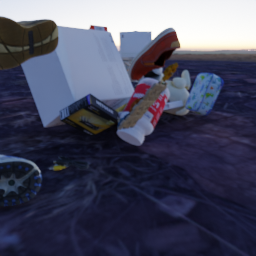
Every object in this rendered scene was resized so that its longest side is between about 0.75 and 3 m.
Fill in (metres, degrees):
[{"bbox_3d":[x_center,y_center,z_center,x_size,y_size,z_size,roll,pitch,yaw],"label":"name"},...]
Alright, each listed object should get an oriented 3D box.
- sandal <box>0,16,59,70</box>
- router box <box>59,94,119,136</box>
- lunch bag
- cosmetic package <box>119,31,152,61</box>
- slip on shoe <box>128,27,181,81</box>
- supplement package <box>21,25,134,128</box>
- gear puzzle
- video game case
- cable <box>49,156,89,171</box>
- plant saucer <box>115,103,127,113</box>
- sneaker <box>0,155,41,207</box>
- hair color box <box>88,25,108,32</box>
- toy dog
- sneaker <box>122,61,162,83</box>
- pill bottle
[{"bbox_3d":[-2.246,-1.741,5.451,0.636,0.946,2.355,19,28,17],"label":"sandal"},{"bbox_3d":[-1.105,-0.334,8.261,1.130,0.375,1.437,-27,-31,22],"label":"router box"},{"bbox_3d":[2.843,-1.292,10.626,0.643,1.559,1.253,20,4,-19],"label":"lunch bag"},{"bbox_3d":[0.280,-3.361,11.875,1.312,1.034,2.439,-1,8,1],"label":"cosmetic package"},{"bbox_3d":[0.613,-1.697,7.054,0.701,0.579,1.894,-19,-12,-40],"label":"slip on shoe"},{"bbox_3d":[-1.740,-1.783,9.908,2.844,2.719,2.091,-14,-11,-47],"label":"supplement package"},{"bbox_3d":[0.455,-0.768,6.678,0.265,2.027,1.050,45,19,14],"label":"gear puzzle"},{"bbox_3d":[0.321,-0.515,10.295,2.882,0.251,2.061,-13,0,-38],"label":"video game case"},{"bbox_3d":[-1.398,0.889,6.797,0.968,0.244,0.470,4,24,7],"label":"cable"},{"bbox_3d":[-0.630,-0.874,11.871,1.241,0.301,1.241,9,49,36],"label":"plant saucer"},{"bbox_3d":[-3.226,1.047,5.497,2.910,1.121,1.240,3,6,-17],"label":"sneaker"},{"bbox_3d":[-1.314,-3.488,11.052,0.703,0.405,1.267,-2,-19,-25],"label":"hair color box"},{"bbox_3d":[1.323,-1.291,12.189,2.513,1.754,2.437,1,53,-4],"label":"toy dog"},{"bbox_3d":[0.265,-2.222,11.444,2.333,0.883,1.073,-9,34,6],"label":"sneaker"},{"bbox_3d":[0.413,-0.450,8.135,1.020,1.020,1.817,13,66,36],"label":"pill bottle"}]
